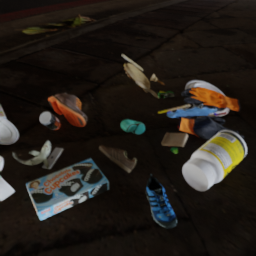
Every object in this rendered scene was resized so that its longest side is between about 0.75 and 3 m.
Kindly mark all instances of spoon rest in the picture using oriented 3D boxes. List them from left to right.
[{"bbox_3d":[-4.121,1.388,8.457,1.086,0.662,2.185,-37,37,-27],"label":"spoon rest"}]

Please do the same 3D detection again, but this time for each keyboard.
[{"bbox_3d":[-2.621,1.046,9.783,0.306,0.058,1.089,4,34,13],"label":"keyboard"}]

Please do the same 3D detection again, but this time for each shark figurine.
[{"bbox_3d":[-3.153,1.007,9.542,1.483,0.886,0.619,-17,10,9],"label":"shark figurine"}]

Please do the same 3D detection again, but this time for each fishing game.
[{"bbox_3d":[2.380,-0.639,10.596,2.638,0.410,1.889,3,-10,-39],"label":"fishing game"}]

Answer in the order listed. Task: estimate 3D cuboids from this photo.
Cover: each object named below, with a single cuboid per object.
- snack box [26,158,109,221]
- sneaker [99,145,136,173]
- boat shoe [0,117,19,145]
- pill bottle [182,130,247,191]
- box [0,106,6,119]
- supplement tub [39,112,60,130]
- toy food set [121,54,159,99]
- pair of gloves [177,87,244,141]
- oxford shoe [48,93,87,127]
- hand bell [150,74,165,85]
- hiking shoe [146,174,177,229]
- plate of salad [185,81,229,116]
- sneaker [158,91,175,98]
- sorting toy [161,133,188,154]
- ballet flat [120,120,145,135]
[{"bbox_3d":[-1.802,1.756,8.369,2.140,0.397,1.243,-20,39,-24],"label":"snack box"},{"bbox_3d":[-0.333,0.925,9.423,1.450,0.511,0.548,35,79,27],"label":"sneaker"},{"bbox_3d":[-5.104,-0.294,9.783,0.969,2.693,0.885,-54,16,-12],"label":"boat shoe"},{"bbox_3d":[2.680,1.006,8.731,2.013,1.150,1.150,-32,45,-30],"label":"pill bottle"},{"bbox_3d":[-5.357,-0.384,11.259,0.768,0.692,1.366,-19,38,-25],"label":"box"},{"bbox_3d":[-3.008,-0.241,10.867,0.525,0.857,0.525,-5,68,12],"label":"supplement tub"},{"bbox_3d":[0.405,-2.390,13.580,1.798,0.523,2.604,27,28,-39],"label":"toy food set"},{"bbox_3d":[3.305,-0.576,11.178,2.517,0.349,2.825,14,50,2],"label":"pair of gloves"},{"bbox_3d":[-2.253,-0.863,11.146,0.958,0.936,2.627,-37,44,-21],"label":"oxford shoe"},{"bbox_3d":[1.547,-2.402,14.427,0.761,0.396,0.396,34,43,9],"label":"hand bell"},{"bbox_3d":[0.836,2.036,7.723,0.591,0.688,1.587,-17,35,-12],"label":"hiking shoe"},{"bbox_3d":[3.494,-1.287,12.505,2.189,0.526,2.189,12,49,-14],"label":"plate of salad"},{"bbox_3d":[1.813,-1.527,13.323,0.801,0.312,0.341,-1,47,10],"label":"sneaker"},{"bbox_3d":[1.671,0.563,10.318,0.837,0.167,1.132,5,37,25],"label":"sorting toy"},{"bbox_3d":[0.159,-0.086,10.230,0.518,0.496,1.472,40,12,22],"label":"ballet flat"}]
